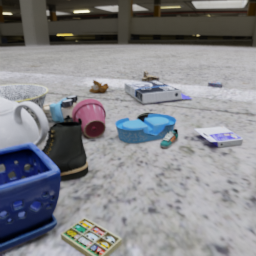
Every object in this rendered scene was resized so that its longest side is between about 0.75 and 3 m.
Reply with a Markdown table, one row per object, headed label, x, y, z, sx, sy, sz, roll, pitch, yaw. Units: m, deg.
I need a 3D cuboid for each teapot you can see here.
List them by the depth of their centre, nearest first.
| label | x | y | z | sx | sy | sz | roll | pitch | yaw |
| --- | --- | --- | --- | --- | --- | --- | --- | --- | --- |
| teapot | -3.948 | -0.050 | 8.228 | 2.779 | 2.030 | 2.743 | -8 | 23 | -23 |

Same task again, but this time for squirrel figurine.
| label | x | y | z | sx | sy | sz | roll | pitch | yaw |
| --- | --- | --- | --- | --- | --- | --- | --- | --- | --- |
| squirrel figurine | -1.634 | -2.339 | 16.219 | 1.029 | 0.728 | 0.961 | 17 | 13 | 4 |

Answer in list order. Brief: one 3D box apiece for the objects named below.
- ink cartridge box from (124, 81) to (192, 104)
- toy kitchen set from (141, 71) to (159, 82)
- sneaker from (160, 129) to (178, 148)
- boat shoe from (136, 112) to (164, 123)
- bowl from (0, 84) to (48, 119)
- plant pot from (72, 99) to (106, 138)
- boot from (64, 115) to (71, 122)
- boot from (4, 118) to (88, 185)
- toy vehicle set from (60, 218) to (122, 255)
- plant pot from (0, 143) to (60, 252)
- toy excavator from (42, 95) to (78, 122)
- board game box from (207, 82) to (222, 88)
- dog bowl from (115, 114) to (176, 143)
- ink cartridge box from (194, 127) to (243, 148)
| label | x | y | z | sx | sy | sz | roll | pitch | yaw |
| --- | --- | --- | --- | --- | --- | --- | --- | --- | --- |
| ink cartridge box | 1.586 | -2.044 | 15.329 | 2.899 | 0.629 | 2.872 | -6 | 21 | -19 |
| toy kitchen set | 1.354 | -3.065 | 16.985 | 0.784 | 0.709 | 0.869 | 18 | 32 | 30 |
| sneaker | 1.382 | 0.334 | 9.456 | 0.378 | 0.423 | 1.059 | 13 | 25 | 30 |
| boat shoe | 0.962 | -0.392 | 11.287 | 1.250 | 0.449 | 0.423 | 2 | 17 | -2 |
| bowl | -4.547 | -0.738 | 10.907 | 2.917 | 1.369 | 2.917 | -1 | 21 | 0 |
| plant pot | -1.325 | -0.257 | 10.123 | 1.239 | 1.239 | 1.109 | -8 | 38 | -19 |
| boot | -2.063 | 0.126 | 9.467 | 0.452 | 0.807 | 1.167 | -5 | 22 | -12 |
| boot | -2.170 | 0.634 | 7.120 | 2.254 | 1.559 | 0.873 | -13 | 25 | -29 |
| toy vehicle set | -0.706 | 2.105 | 5.303 | 1.009 | 0.134 | 0.627 | 16 | 26 | 35 |
| plant pot | -2.302 | 1.350 | 5.419 | 1.620 | 1.456 | 1.620 | -14 | 25 | -33 |
| toy excavator | -2.981 | -0.780 | 11.839 | 1.936 | 0.967 | 1.882 | -6 | 19 | 9 |
| board game box | 5.462 | -2.743 | 17.593 | 0.866 | 0.267 | 0.867 | 8 | 23 | 17 |
| dog bowl | 0.640 | 0.019 | 10.082 | 2.281 | 0.566 | 1.272 | -8 | 23 | -22 |
| ink cartridge box | 3.082 | 0.301 | 9.739 | 1.246 | 0.270 | 1.235 | -3 | 21 | -14 |
